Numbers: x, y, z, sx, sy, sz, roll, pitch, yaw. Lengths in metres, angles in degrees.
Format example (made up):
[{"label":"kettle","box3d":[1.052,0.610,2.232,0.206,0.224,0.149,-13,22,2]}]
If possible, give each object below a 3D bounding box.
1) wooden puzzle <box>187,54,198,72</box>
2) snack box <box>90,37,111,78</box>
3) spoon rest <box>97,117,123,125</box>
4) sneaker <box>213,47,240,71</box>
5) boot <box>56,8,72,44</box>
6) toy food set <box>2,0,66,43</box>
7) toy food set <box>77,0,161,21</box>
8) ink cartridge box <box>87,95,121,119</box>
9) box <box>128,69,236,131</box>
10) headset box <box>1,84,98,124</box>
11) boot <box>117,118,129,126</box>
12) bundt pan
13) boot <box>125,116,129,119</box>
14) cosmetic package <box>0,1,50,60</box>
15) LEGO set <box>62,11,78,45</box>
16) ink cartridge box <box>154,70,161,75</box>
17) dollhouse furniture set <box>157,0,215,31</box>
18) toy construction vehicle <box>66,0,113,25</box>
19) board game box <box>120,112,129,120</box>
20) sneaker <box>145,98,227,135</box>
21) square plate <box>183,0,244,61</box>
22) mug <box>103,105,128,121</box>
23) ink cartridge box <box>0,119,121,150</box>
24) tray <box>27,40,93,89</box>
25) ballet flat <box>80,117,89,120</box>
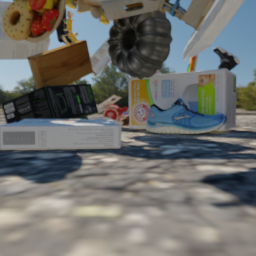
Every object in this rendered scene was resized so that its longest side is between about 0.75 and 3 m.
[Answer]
[{"label":"wooden puzzle","box3d":[2.485,-2.619,10.723,0.264,1.419,1.312,15,10,3]},{"label":"snack box","box3d":[-0.749,-3.452,12.142,0.726,2.742,1.950,42,0,-12]},{"label":"spoon rest","box3d":[-0.678,-0.204,10.042,0.632,0.386,1.273,2,5,36]},{"label":"sneaker","box3d":[3.720,-2.678,11.110,1.302,0.741,0.491,47,15,35]},{"label":"boot","box3d":[-2.785,-4.020,10.820,1.198,1.454,0.477,-8,-3,-43]},{"label":"toy food set","box3d":[-2.454,-3.362,7.320,2.227,2.205,0.542,16,10,35]},{"label":"toy food set","box3d":[-0.306,-3.293,7.606,1.580,0.665,2.201,-20,35,-20]},{"label":"ink cartridge box","box3d":[-1.595,-1.051,13.526,2.372,0.594,1.909,-35,-3,9]},{"label":"box","box3d":[1.615,-0.777,8.551,2.970,1.671,1.505,2,4,31]},{"label":"headset box","box3d":[-1.795,-0.475,6.777,1.498,0.798,1.720,-14,3,29]},{"label":"boot","box3d":[-0.052,-0.261,11.584,0.946,0.355,0.507,-4,0,-39]},{"label":"bundt pan","box3d":[0.172,-2.414,7.782,2.089,2.089,0.784,3,6,44]},{"label":"boot","box3d":[0.345,-0.344,13.436,1.014,0.379,0.492,7,-9,-6]},{"label":"cosmetic package","box3d":[-3.632,-3.215,9.408,1.663,1.392,1.383,-7,-11,-24]},{"label":"LEGO set","box3d":[-2.035,-3.313,9.603,0.461,1.237,0.569,-1,30,32]},{"label":"ink cartridge box","box3d":[0.694,-3.074,13.711,0.784,1.866,1.351,-32,7,27]},{"label":"dollhouse furniture set","box3d":[1.230,-2.724,5.731,1.026,1.020,1.455,30,21,6]},{"label":"toy construction vehicle","box3d":[-0.890,-3.969,9.555,1.850,0.748,2.125,10,-1,35]},{"label":"board game box","box3d":[0.477,-0.605,15.669,1.648,0.549,2.451,-2,4,-35]},{"label":"sneaker","box3d":[1.409,-0.295,6.962,1.988,0.894,0.779,1,3,13]},{"label":"square plate","box3d":[2.800,-3.430,8.739,0.370,2.602,2.577,42,40,11]},{"label":"mug","box3d":[-0.716,-0.774,14.034,0.918,1.221,1.376,42,8,-2]},{"label":"ink cartridge box","box3d":[-1.061,0.075,4.779,1.756,0.393,1.547,0,4,-7]},{"label":"tray","box3d":[-1.829,-1.770,7.996,0.382,1.017,2.061,7,30,30]},{"label":"ballet flat","box3d":[-1.394,-0.119,7.698,1.289,0.433,0.439,17,57,48]}]
